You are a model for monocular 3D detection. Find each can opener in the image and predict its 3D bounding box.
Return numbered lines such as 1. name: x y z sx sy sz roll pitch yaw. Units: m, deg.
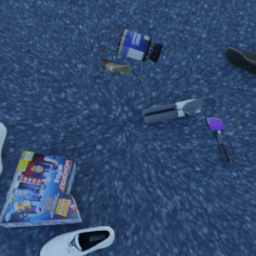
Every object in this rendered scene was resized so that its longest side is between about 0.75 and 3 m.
1. can opener: 1.740 -0.748 10.963 2.347 0.785 0.626 -12 64 -6

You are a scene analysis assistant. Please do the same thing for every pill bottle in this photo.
1. pill bottle: 0.361 -2.700 9.378 1.458 0.815 0.815 16 64 -5

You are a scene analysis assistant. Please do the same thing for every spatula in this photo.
1. spatula: 3.534 0.451 10.680 0.573 0.208 2.027 -6 64 -6

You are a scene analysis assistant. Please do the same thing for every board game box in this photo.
1. board game box: -2.660 2.249 9.449 2.513 0.776 2.515 10 63 4

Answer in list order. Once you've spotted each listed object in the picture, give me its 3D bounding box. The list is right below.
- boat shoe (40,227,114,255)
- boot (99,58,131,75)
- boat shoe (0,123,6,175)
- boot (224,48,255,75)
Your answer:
1. boat shoe: -1.616 3.588 8.765 2.382 0.779 0.876 -19 65 -9
2. boot: -0.453 -2.250 9.956 0.988 0.357 0.822 -4 39 -41
3. boat shoe: -5.087 0.844 10.124 0.943 0.837 2.562 -6 63 -3
4. boot: 5.235 -3.219 12.365 1.777 0.688 1.229 35 63 2
